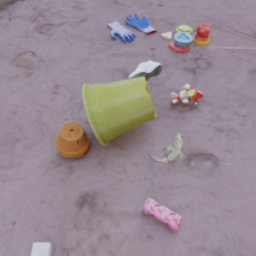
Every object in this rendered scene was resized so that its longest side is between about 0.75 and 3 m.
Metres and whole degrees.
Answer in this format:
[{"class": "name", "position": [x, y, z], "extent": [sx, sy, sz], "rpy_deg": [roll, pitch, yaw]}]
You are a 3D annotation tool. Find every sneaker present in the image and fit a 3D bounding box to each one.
[{"class": "sneaker", "position": [0.569, -2.160, 10.957], "extent": [0.693, 0.608, 1.730], "rpy_deg": [35, 48, 31]}]

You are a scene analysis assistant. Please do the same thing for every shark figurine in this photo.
[{"class": "shark figurine", "position": [1.474, 0.895, 9.681], "extent": [0.930, 1.557, 0.650], "rpy_deg": [56, 34, 5]}]

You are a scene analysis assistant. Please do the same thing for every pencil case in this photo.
[{"class": "pencil case", "position": [1.052, 2.694, 8.712], "extent": [1.246, 0.516, 0.539], "rpy_deg": [26, 57, 19]}]

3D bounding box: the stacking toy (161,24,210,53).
[{"class": "stacking toy", "position": [3.080, -5.117, 15.012], "extent": [2.306, 0.974, 2.087], "rpy_deg": [-27, 55, -21]}]

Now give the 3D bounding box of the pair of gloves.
[{"class": "pair of gloves", "position": [0.129, -5.718, 15.961], "extent": [2.780, 0.317, 2.235], "rpy_deg": [-26, 54, -21]}]

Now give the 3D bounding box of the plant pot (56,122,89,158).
[{"class": "plant pot", "position": [-2.016, 0.337, 10.070], "extent": [1.214, 0.849, 1.214], "rpy_deg": [4, 52, -5]}]

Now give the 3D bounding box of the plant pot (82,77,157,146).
[{"class": "plant pot", "position": [-0.188, -0.788, 10.046], "extent": [2.149, 2.337, 2.337], "rpy_deg": [-18, 50, 7]}]

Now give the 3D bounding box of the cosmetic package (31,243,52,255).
[{"class": "cosmetic package", "position": [-2.486, 3.793, 7.878], "extent": [0.509, 0.371, 1.001], "rpy_deg": [-2, 49, -1]}]

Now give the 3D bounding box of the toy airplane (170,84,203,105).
[{"class": "toy airplane", "position": [2.390, -1.431, 11.840], "extent": [1.220, 0.865, 1.226], "rpy_deg": [-23, 36, -32]}]
